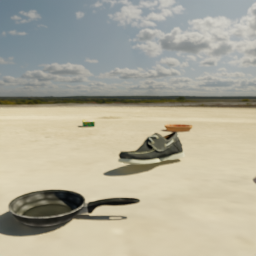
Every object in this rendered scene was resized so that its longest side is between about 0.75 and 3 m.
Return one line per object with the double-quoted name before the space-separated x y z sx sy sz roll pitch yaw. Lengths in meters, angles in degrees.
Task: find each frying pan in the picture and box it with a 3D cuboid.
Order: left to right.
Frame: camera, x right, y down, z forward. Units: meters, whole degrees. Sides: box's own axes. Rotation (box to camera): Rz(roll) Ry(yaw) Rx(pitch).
"frying pan" -0.879 1.183 4.405 1.865 0.304 1.128 -1 7 -23

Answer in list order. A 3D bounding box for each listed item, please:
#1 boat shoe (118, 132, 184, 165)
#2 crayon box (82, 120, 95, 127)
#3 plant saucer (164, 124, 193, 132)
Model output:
"boat shoe" 0.611 0.541 7.437 2.365 0.800 0.849 -6 1 -45
"crayon box" -2.431 -0.261 17.056 0.685 0.336 1.152 -1 7 -12
"plant saucer" 2.697 -0.001 15.036 1.502 0.281 1.502 0 6 0
